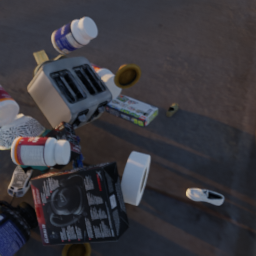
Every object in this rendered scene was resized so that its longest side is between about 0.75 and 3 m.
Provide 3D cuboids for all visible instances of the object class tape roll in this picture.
[{"bbox_3d":[0.243,1.661,9.256,0.596,1.704,1.704,13,51,11],"label":"tape roll"}]

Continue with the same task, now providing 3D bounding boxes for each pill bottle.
[{"bbox_3d":[-1.419,-2.087,12.383,1.265,1.265,2.310,-38,46,-27],"label":"pill bottle"},{"bbox_3d":[-2.287,0.630,7.421,1.365,0.748,0.748,1,50,6],"label":"pill bottle"},{"bbox_3d":[-4.447,-0.977,8.928,1.048,1.048,1.835,-38,71,-27],"label":"pill bottle"},{"bbox_3d":[-2.340,-4.046,12.283,1.892,1.095,1.095,-13,42,33],"label":"pill bottle"},{"bbox_3d":[-3.659,3.201,8.219,1.177,1.177,2.104,30,49,23],"label":"pill bottle"}]

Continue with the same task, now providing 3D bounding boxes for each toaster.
[{"bbox_3d":[-2.146,-1.293,10.382,2.564,1.522,2.319,55,41,5],"label":"toaster"}]

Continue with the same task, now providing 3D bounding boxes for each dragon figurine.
[{"bbox_3d":[-1.893,1.116,10.122,0.538,0.909,1.829,-13,44,2],"label":"dragon figurine"}]

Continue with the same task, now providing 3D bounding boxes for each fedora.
[{"bbox_3d":[-1.534,3.766,8.352,0.890,0.363,0.890,2,44,-2],"label":"fedora"},{"bbox_3d":[-0.072,-1.955,10.245,1.095,1.095,0.447,-15,48,-12],"label":"fedora"}]

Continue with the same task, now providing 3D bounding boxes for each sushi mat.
[{"bbox_3d":[-4.556,-3.657,14.745,0.602,0.076,1.257,-21,53,-16],"label":"sushi mat"}]

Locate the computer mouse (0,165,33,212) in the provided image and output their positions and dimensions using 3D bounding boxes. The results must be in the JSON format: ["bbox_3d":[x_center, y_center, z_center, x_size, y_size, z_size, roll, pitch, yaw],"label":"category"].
[{"bbox_3d":[-3.764,2.093,9.749,1.023,0.409,1.866,6,56,11],"label":"computer mouse"}]

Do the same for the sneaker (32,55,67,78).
[{"bbox_3d":[-3.671,-2.346,12.384,1.466,1.032,2.760,-19,19,21],"label":"sneaker"}]

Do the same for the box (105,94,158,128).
[{"bbox_3d":[0.115,-0.661,10.334,1.727,0.300,0.951,24,47,27],"label":"box"}]

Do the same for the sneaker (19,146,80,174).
[{"bbox_3d":[-2.673,1.058,9.707,2.119,0.846,0.756,-8,18,-7],"label":"sneaker"}]

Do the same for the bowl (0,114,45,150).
[{"bbox_3d":[-3.848,0.028,9.777,1.675,0.786,1.675,-18,19,6],"label":"bowl"}]

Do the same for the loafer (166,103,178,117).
[{"bbox_3d":[1.957,-0.820,12.235,0.322,0.285,0.847,25,54,19],"label":"loafer"}]

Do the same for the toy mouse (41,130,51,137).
[{"bbox_3d":[-3.036,0.455,10.218,1.066,1.199,0.232,45,24,9],"label":"toy mouse"}]

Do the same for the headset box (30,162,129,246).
[{"bbox_3d":[-1.519,2.200,8.099,2.665,1.029,1.983,-13,88,22],"label":"headset box"}]

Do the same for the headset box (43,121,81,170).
[{"bbox_3d":[-2.090,0.607,8.834,0.969,0.503,1.303,-36,54,19],"label":"headset box"}]

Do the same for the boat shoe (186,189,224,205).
[{"bbox_3d":[2.632,2.279,9.564,1.242,0.406,0.457,9,51,7],"label":"boat shoe"}]
